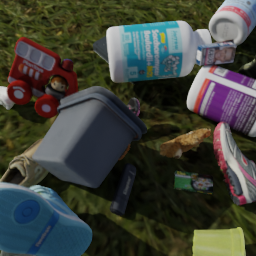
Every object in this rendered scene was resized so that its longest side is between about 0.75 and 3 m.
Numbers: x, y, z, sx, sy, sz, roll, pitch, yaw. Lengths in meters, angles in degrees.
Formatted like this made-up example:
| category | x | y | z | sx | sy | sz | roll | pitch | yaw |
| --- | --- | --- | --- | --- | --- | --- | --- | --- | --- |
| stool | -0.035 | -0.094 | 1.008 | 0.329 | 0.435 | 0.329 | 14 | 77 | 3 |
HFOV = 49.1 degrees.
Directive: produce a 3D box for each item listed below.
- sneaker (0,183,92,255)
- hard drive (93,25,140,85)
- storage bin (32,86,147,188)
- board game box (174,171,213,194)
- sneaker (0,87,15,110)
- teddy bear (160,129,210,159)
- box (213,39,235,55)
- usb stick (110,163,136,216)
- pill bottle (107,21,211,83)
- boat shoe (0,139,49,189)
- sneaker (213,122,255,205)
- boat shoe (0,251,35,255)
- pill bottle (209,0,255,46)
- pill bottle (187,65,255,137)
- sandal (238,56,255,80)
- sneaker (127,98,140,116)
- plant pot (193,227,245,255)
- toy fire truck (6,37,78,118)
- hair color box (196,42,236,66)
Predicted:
| category | x | y | z | sx | sy | sz | roll | pitch | yaw |
| --- | --- | --- | --- | --- | --- | --- | --- | --- | --- |
| sneaker | -1.960 | 1.550 | 5.336 | 1.685 | 2.581 | 1.026 | 27 | 71 | 44 |
| hard drive | 0.093 | -2.721 | 10.108 | 1.692 | 0.399 | 2.424 | -34 | 58 | -18 |
| storage bin | -1.024 | 0.416 | 6.645 | 2.567 | 1.868 | 1.724 | -5 | 48 | 56 |
| board game box | 1.670 | 1.388 | 7.155 | 0.958 | 0.112 | 0.502 | 8 | 54 | 6 |
| sneaker | -3.730 | -1.046 | 8.693 | 0.701 | 0.550 | 1.411 | -37 | 47 | -24 |
| teddy bear | 1.532 | 0.416 | 7.337 | 1.462 | 1.060 | 0.488 | -20 | 87 | -44 |
| box | 3.248 | -2.759 | 9.960 | 1.126 | 0.564 | 0.422 | -21 | 19 | -26 |
| usb stick | -0.103 | 1.500 | 6.929 | 0.379 | 0.223 | 1.367 | 30 | 50 | -13 |
| pill bottle | 0.901 | -2.324 | 8.510 | 2.989 | 1.656 | 1.656 | -6 | 52 | -1 |
| boat shoe | -2.584 | 1.063 | 7.013 | 0.794 | 0.715 | 2.202 | 19 | 54 | 14 |
| sneaker | 2.689 | 0.827 | 6.990 | 0.770 | 0.831 | 2.062 | -15 | 72 | 1 |
| boat shoe | -2.213 | 2.851 | 5.583 | 0.644 | 0.561 | 1.748 | 3 | 49 | -15 |
| pill bottle | 4.335 | -4.473 | 10.552 | 1.463 | 1.463 | 2.690 | 31 | 71 | 22 |
| pill bottle | 3.125 | -0.710 | 7.927 | 2.642 | 1.485 | 1.485 | 27 | 56 | 19 |
| sandal | 4.066 | -1.769 | 8.053 | 0.810 | 2.840 | 1.128 | -45 | 81 | -2 |
| sneaker | -0.047 | -0.350 | 7.839 | 0.426 | 0.514 | 1.078 | 26 | 98 | 45 |
| plant pot | 1.811 | 2.510 | 5.763 | 0.927 | 1.008 | 1.008 | 4 | 51 | 13 |
| toy fire truck | -2.365 | -1.394 | 7.994 | 2.031 | 1.705 | 1.139 | 26 | 32 | -12 |
| hair color box | 2.433 | -2.057 | 7.784 | 1.013 | 0.507 | 0.307 | -9 | 34 | -10 |
